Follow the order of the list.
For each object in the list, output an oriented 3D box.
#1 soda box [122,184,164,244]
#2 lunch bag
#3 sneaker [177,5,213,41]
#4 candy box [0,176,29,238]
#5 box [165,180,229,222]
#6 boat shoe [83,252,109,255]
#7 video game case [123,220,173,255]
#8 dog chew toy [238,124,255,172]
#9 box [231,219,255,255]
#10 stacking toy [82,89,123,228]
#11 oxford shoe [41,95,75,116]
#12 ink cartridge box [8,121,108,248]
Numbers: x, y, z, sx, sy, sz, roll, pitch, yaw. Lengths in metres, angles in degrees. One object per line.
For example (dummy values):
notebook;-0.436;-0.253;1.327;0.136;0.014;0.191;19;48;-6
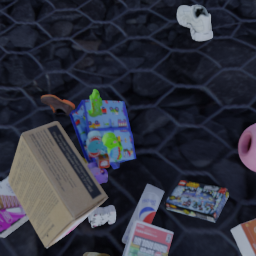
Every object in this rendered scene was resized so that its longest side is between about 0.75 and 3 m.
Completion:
soda box;0.402;2.327;7.379;0.507;0.546;1.600;23;65;11
lunch bag;-0.658;0.257;8.058;1.467;0.916;1.948;-3;69;-40
sneaker;2.448;-4.101;10.258;0.880;0.950;2.343;-17;44;-4
candy box;-2.950;1.884;7.521;1.750;0.534;1.193;-37;73;-17
box;1.760;1.840;7.238;1.369;0.273;0.937;3;34;41
boat shoe;-0.800;4.051;6.382;0.699;0.810;2.221;-13;71;39
video game case;0.393;3.141;6.725;1.128;0.138;1.577;25;76;-20
dog chew toy;4.332;0.670;7.818;2.286;1.424;1.424;12;63;-5
box;3.627;2.730;7.013;1.613;0.786;1.003;-16;61;-8
stacking toy;-0.768;0.732;6.701;0.634;2.696;2.033;-5;35;-18
oxford shoe;-2.024;-0.629;7.768;1.072;0.381;0.389;16;61;21
ink cartridge box;-1.689;1.327;6.172;0.892;2.374;1.956;-26;74;-41
